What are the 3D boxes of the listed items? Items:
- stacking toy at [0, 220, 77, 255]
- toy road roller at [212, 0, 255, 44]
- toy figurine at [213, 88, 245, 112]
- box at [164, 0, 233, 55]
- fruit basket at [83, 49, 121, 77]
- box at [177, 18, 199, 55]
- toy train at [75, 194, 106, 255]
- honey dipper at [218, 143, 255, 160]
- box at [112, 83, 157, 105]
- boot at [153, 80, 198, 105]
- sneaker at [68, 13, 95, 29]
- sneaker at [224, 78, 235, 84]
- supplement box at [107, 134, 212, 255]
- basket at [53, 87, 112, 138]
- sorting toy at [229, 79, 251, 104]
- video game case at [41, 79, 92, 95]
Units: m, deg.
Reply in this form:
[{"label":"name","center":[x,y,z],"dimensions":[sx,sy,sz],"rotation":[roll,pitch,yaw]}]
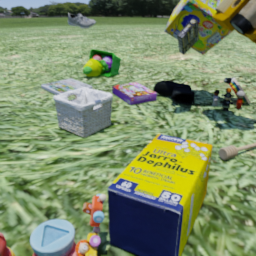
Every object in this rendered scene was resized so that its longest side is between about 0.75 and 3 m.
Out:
[{"label":"stacking toy","center":[-1.615,2.154,4.399],"dimensions":[1.759,0.743,1.592],"rotation":[-9,26,-17]},{"label":"toy road roller","center":[3.872,-3.464,8.884],"dimensions":[1.558,1.312,2.135],"rotation":[33,20,-27]},{"label":"toy figurine","center":[4.125,-1.230,11.614],"dimensions":[1.090,0.758,1.073],"rotation":[-10,27,-20]},{"label":"box","center":[2.941,-4.361,11.213],"dimensions":[2.055,1.302,2.134],"rotation":[27,-18,-10]},{"label":"fruit basket","center":[-1.740,-3.715,16.286],"dimensions":[2.197,1.585,2.197],"rotation":[12,12,-2]},{"label":"box","center":[2.185,-3.278,10.153],"dimensions":[0.263,1.072,0.864],"rotation":[39,85,24]},{"label":"toy train","center":[-0.654,1.866,4.497],"dimensions":[0.440,1.187,1.581],"rotation":[8,29,-6]},{"label":"honey dipper","center":[3.458,0.582,8.290],"dimensions":[1.868,0.355,0.355],"rotation":[-11,27,-28]},{"label":"box","center":[0.243,-1.600,12.837],"dimensions":[1.323,0.378,1.933],"rotation":[-12,28,-25]},{"label":"boot","center":[2.049,-1.541,12.405],"dimensions":[1.888,0.699,1.547],"rotation":[6,26,4]},{"label":"sneaker","center":[-1.334,-3.025,7.878],"dimensions":[0.834,0.342,0.312],"rotation":[9,54,10]},{"label":"sneaker","center":[5.323,-2.465,14.810],"dimensions":[0.534,0.349,0.955],"rotation":[7,18,23]},{"label":"supplement box","center":[0.742,1.260,5.622],"dimensions":[1.304,1.312,2.395],"rotation":[12,27,24]},{"label":"basket","center":[-1.510,-0.585,9.707],"dimensions":[1.497,1.204,1.484],"rotation":[18,31,35]},{"label":"sorting toy","center":[4.803,-1.529,12.147],"dimensions":[0.354,1.010,1.017],"rotation":[-33,15,19]},{"label":"video game case","center":[-3.064,-2.017,13.946],"dimensions":[1.770,0.214,1.942],"rotation":[-21,33,-38]}]
